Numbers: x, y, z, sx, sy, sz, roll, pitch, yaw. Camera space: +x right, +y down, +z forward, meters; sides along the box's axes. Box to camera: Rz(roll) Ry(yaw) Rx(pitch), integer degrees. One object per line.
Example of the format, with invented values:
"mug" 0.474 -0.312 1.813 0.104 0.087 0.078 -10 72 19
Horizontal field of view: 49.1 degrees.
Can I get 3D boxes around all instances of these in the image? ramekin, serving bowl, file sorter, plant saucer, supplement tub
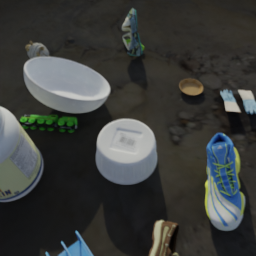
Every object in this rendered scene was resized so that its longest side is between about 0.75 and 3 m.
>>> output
"ramekin" -0.053 0.617 8.070 1.840 0.897 1.840 0 51 0
"serving bowl" -2.054 -1.300 9.282 2.803 0.922 2.803 17 30 -10
"file sorter" -1.418 3.166 5.932 1.588 0.974 1.102 -31 58 -23
"plant saucer" 2.290 -1.455 10.242 0.866 0.153 0.866 1 52 -1
"supplement tub" -3.361 0.588 6.924 1.825 2.517 1.825 -3 56 5

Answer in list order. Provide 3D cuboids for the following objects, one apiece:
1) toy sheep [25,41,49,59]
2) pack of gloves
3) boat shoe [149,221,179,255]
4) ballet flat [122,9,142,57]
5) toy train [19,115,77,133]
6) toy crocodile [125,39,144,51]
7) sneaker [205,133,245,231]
"toy sheep" -3.556 -2.968 11.096 1.184 0.816 0.816 31 57 12
"pack of gloves" 3.839 -0.854 9.761 1.146 0.269 1.364 4 40 3
"boat shoe" 0.840 2.913 6.239 0.655 0.654 1.770 -9 47 24
"ballet flat" 0.092 -3.897 11.395 0.768 0.768 2.070 -7 76 -6
"toy train" -2.572 -0.188 9.082 1.896 0.396 0.535 5 41 4
"toy crocodile" 0.226 -3.531 11.877 1.008 0.311 0.340 23 13 19
"sneaker" 2.336 1.203 7.194 0.980 1.359 2.587 -12 38 25
